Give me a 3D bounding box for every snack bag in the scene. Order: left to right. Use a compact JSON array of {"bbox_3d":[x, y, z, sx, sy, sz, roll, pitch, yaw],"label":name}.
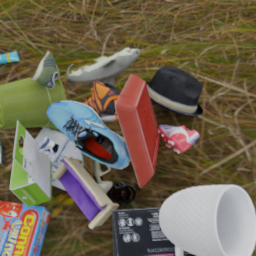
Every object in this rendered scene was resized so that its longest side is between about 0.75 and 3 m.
[{"bbox_3d":[-2.466,1.029,9.607,2.116,0.226,1.995,20,56,11],"label":"snack bag"}]

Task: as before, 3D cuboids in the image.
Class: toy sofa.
[{"bbox_3d":[-1.311,1.793,7.955,0.841,0.991,2.030,-48,64,6],"label":"toy sofa"}]

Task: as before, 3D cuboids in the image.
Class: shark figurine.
[{"bbox_3d":[-1.091,-1.631,9.490,3.101,1.294,1.853,-13,24,24],"label":"shark figurine"}]

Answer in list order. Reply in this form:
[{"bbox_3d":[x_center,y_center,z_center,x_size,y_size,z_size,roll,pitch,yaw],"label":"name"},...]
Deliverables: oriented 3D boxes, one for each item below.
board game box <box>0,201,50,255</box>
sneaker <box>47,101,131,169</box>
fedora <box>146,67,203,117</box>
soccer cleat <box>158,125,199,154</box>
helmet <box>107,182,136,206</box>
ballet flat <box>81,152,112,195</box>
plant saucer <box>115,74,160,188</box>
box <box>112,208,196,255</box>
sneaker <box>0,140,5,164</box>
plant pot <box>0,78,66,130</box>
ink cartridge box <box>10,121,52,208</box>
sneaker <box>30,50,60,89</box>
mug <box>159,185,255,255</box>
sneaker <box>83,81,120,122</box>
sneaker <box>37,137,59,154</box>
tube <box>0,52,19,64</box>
[{"bbox_3d":[-3.953,3.498,7.916,2.713,0.774,2.770,6,59,4],"label":"board game box"},{"bbox_3d":[-1.118,0.085,7.562,2.764,1.243,1.083,33,95,14],"label":"sneaker"},{"bbox_3d":[1.728,-1.432,10.054,2.529,1.155,2.529,18,26,-9],"label":"fedora"},{"bbox_3d":[1.600,0.242,9.262,0.858,2.245,0.749,-32,102,-1],"label":"soccer cleat"},{"bbox_3d":[-0.212,2.075,8.797,0.802,0.765,0.802,7,77,-31],"label":"helmet"},{"bbox_3d":[-0.928,1.446,8.638,0.851,0.798,2.354,-7,85,21],"label":"ballet flat"},{"bbox_3d":[0.434,-0.040,8.311,0.482,2.624,2.619,-8,26,16],"label":"plant saucer"},{"bbox_3d":[1.002,3.221,7.614,2.795,1.603,1.847,-3,57,-3],"label":"box"},{"bbox_3d":[-4.588,0.827,9.806,0.421,0.361,0.968,-14,59,-2],"label":"sneaker"},{"bbox_3d":[-3.472,-0.773,9.335,2.025,2.132,2.132,-17,56,-42],"label":"plant pot"},{"bbox_3d":[-2.884,1.009,7.752,0.752,1.986,1.468,-19,44,3],"label":"ink cartridge box"},{"bbox_3d":[-2.587,-1.864,9.147,0.776,0.580,1.729,35,31,-25],"label":"sneaker"},{"bbox_3d":[1.586,2.305,6.155,1.510,1.794,2.046,24,65,-32],"label":"mug"},{"bbox_3d":[-1.120,-0.836,9.190,2.336,0.906,1.309,-2,94,33],"label":"sneaker"},{"bbox_3d":[-2.160,0.561,7.621,0.469,0.813,0.328,31,58,-16],"label":"sneaker"},{"bbox_3d":[-5.500,-2.952,12.127,1.417,0.357,0.549,-17,73,-15],"label":"tube"}]
